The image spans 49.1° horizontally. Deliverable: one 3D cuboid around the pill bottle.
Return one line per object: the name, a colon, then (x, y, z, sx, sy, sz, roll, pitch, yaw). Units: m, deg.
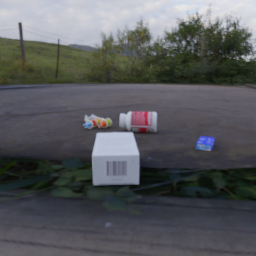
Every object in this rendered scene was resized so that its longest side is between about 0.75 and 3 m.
pill bottle: (0.503, -0.291, 13.780, 1.782, 1.001, 1.001, 2, 13, 5)

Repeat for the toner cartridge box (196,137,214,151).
toner cartridge box: (3.148, 0.632, 11.417, 0.570, 0.259, 1.199, 4, 13, 23)

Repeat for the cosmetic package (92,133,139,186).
cosmetic package: (-0.406, 0.876, 8.835, 1.311, 0.921, 2.586, 0, 13, -3)

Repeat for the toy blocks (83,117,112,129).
toy blocks: (-1.611, -0.193, 14.538, 1.087, 0.474, 1.304, 6, 14, 26)

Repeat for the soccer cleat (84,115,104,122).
soccer cleat: (-1.908, -0.529, 15.964, 1.144, 0.487, 0.393, -3, 13, -11)
